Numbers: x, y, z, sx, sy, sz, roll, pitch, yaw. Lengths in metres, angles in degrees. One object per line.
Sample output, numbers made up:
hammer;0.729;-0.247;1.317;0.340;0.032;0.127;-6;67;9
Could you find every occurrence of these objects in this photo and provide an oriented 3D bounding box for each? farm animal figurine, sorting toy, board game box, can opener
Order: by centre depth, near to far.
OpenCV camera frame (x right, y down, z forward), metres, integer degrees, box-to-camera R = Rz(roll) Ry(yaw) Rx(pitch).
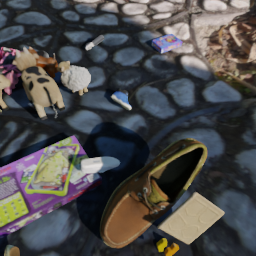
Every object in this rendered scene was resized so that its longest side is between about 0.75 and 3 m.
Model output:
sorting toy;1.119;2.001;5.734;1.525;1.136;0.204;-46;32;13
board game box;-2.199;1.348;6.962;2.692;0.435;1.615;-25;60;-21
farm animal figurine;-3.035;-1.406;8.262;2.931;1.545;2.964;30;58;26
can opener;-1.300;-3.273;10.683;0.826;0.217;0.274;-34;71;0
board game box;1.494;-3.284;10.866;0.958;0.215;0.644;-24;55;-19

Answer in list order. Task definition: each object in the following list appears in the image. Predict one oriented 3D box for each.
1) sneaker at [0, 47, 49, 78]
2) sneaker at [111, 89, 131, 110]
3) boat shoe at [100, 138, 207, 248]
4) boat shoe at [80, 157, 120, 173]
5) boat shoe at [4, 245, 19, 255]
sneaker;-3.839;-2.300;9.522;2.270;1.083;0.897;-24;53;-20
sneaker;-0.108;-0.932;8.778;0.841;0.323;0.468;36;82;35
boat shoe;0.489;1.341;5.980;1.075;1.016;2.989;41;82;-1
boat shoe;-0.699;0.966;6.978;0.980;0.336;0.353;-6;36;-25
boat shoe;-2.410;2.796;5.714;0.247;0.289;0.789;5;85;36
